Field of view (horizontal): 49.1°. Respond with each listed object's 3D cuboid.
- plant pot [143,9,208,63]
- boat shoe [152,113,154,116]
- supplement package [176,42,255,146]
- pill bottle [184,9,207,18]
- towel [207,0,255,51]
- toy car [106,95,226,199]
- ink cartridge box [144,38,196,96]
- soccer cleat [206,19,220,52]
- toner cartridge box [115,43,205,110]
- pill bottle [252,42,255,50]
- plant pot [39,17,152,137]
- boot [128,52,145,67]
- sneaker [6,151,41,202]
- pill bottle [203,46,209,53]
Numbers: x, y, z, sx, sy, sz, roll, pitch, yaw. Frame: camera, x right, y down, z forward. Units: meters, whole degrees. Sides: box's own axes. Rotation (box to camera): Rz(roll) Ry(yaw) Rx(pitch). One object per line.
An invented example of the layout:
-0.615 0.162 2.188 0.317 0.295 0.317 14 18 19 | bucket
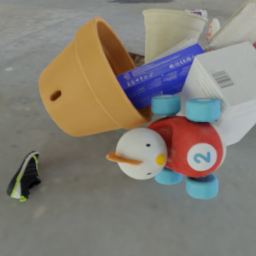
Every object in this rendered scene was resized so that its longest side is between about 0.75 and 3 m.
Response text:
1.580 -3.053 10.581 2.407 2.203 2.407 8 13 -2 | plant pot
-0.312 -0.536 9.334 2.364 0.875 0.785 -6 20 -6 | boat shoe
2.424 -0.613 7.409 1.579 2.636 1.598 -19 63 -15 | supplement package
2.409 -4.021 10.059 0.780 0.438 0.438 -9 37 -14 | pill bottle
2.919 -2.450 7.278 1.012 1.527 0.263 33 22 -30 | towel
0.662 0.534 6.063 2.334 2.152 2.065 -15 18 -37 | toy car
1.527 -1.573 8.662 1.549 2.691 0.913 -30 49 6 | ink cartridge box
2.599 -2.565 8.213 0.518 0.463 1.335 6 75 -3 | soccer cleat
0.852 -1.265 7.439 2.391 1.136 0.516 -22 61 -1 | toner cartridge box
4.749 -2.912 10.411 1.079 0.606 0.606 -1 33 28 | pill bottle
-0.907 -1.076 7.454 2.052 2.932 2.932 -25 33 17 | plant pot
0.593 -3.427 13.385 2.060 0.662 1.920 18 38 29 | boot
-2.532 1.262 7.210 0.645 0.558 1.557 24 37 -9 | sneaker
2.809 -2.186 9.997 0.939 1.650 0.939 31 26 -17 | pill bottle
